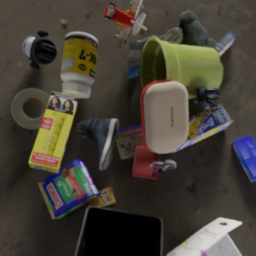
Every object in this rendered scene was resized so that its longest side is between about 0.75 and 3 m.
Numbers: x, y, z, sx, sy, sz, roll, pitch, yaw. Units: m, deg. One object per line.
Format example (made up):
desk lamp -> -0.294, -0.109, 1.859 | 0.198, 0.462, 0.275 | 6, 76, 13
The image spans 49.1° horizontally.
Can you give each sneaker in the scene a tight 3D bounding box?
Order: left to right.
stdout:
sneaker -> -1.219, 0.534, 10.038 | 1.456, 0.766, 2.016 | 5, 59, 11
sneaker -> 1.224, 1.389, 9.788 | 1.118, 0.451, 0.417 | 3, 53, -32

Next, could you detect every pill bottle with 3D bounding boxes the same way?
pill bottle -> -1.921, -2.385, 10.907 | 1.306, 1.306, 2.285 | 5, 84, 2

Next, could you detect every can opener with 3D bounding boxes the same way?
can opener -> 2.984, -0.999, 10.216 | 0.843, 2.143, 0.679 | 7, 88, 27

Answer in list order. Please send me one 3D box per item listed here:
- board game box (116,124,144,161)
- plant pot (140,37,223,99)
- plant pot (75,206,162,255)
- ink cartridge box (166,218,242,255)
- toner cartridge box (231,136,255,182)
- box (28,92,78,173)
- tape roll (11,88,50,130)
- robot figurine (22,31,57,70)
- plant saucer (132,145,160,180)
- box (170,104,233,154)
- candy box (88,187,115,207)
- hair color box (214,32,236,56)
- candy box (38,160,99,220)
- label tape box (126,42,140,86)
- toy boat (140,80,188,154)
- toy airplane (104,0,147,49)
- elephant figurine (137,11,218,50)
board game box -> 0.413, 0.454, 10.481 | 1.730, 0.252, 1.164 | -14, 69, -6
plant pot -> 2.029, -2.055, 10.504 | 2.435, 2.649, 2.649 | -8, 67, -16
plant pot -> -0.344, 3.840, 7.840 | 2.218, 1.968, 2.213 | 10, 38, -1
ink cartridge box -> 2.206, 3.832, 8.256 | 2.732, 1.591, 0.922 | -31, 84, -13
toner cartridge box -> 4.452, 1.115, 10.156 | 0.728, 0.331, 1.532 | -18, 68, -6
box -> -2.487, 0.129, 9.465 | 0.988, 0.658, 2.625 | 15, 67, -7
tape roll -> -3.550, -0.701, 10.448 | 1.505, 0.497, 1.505 | 1, 87, -26
robot figurine -> -3.554, -3.108, 11.209 | 1.286, 1.068, 1.712 | -44, 42, -19
plant saucer -> 0.603, 1.210, 9.862 | 1.082, 0.199, 1.084 | 14, 77, -33
box -> 2.519, 0.039, 10.320 | 2.422, 0.849, 0.779 | -22, 69, -9
candy box -> -0.933, 2.441, 9.638 | 0.898, 0.248, 0.518 | -17, 67, -8
hair color box -> 4.021, -3.480, 11.927 | 0.362, 0.598, 1.196 | 42, 74, 16
candy box -> -2.017, 2.058, 9.414 | 1.618, 0.623, 1.368 | -32, 71, 5
label tape box -> 0.207, -2.532, 11.199 | 0.460, 1.049, 1.454 | 3, 77, -1
toy boat -> 1.004, -0.385, 9.240 | 1.565, 1.567, 2.398 | -10, 106, -23
toy airplane -> 0.027, -4.227, 11.114 | 1.721, 1.214, 1.713 | -19, 87, 21
elephant figurine -> 1.814, -3.356, 11.492 | 2.582, 2.003, 1.827 | -34, 106, -2
